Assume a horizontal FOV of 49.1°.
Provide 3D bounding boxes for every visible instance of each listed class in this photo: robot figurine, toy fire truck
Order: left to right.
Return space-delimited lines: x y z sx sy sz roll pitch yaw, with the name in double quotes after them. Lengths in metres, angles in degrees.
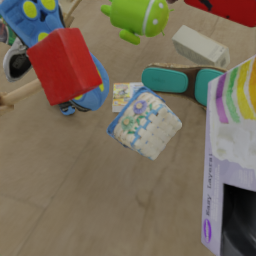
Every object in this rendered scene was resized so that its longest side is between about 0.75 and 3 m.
-1.935 -0.177 3.348 2.871 0.700 2.025 -17 11 39 "toy fire truck"
0.243 -3.102 7.497 1.852 1.625 1.071 21 11 8 "robot figurine"

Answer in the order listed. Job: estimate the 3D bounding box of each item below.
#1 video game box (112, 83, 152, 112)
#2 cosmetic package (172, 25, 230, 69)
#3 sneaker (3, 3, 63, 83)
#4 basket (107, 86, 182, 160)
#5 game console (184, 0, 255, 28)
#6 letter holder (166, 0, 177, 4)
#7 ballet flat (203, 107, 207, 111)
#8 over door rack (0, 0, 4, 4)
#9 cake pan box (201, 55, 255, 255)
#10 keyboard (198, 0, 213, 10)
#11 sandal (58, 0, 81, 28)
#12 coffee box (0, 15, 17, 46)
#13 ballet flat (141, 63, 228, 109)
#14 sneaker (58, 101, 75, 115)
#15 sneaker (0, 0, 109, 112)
0.175 -0.990 8.963 1.310 0.307 1.193 0 42 -1 "video game box"
2.011 -2.148 7.774 0.554 0.785 1.517 -49 61 1 "cosmetic package"
-2.259 -2.009 6.740 0.860 2.302 0.944 22 30 -32 "sneaker"
0.253 -0.160 5.495 1.274 1.005 1.445 -54 31 0 "basket"
2.804 -3.996 7.170 2.166 1.286 1.867 21 81 2 "game console"
1.339 -4.675 8.427 1.026 1.444 0.726 -32 9 1 "letter holder"
2.649 -0.645 8.419 0.600 0.556 1.702 -15 46 -10 "ballet flat"
-2.358 -1.495 4.123 0.579 1.738 1.284 32 52 -26 "over door rack"
1.735 0.529 3.433 0.746 2.628 2.853 4 87 -5 "cake pan box"
0.948 -2.281 4.412 1.099 0.113 0.699 38 29 -17 "keyboard"
-1.558 -3.592 6.991 0.925 2.524 0.830 41 20 31 "sandal"
-2.872 -3.414 7.441 1.521 2.473 0.544 28 24 29 "coffee box"
1.685 -1.073 6.687 2.870 1.012 0.937 23 28 30 "ballet flat"
-2.129 -1.012 8.751 0.529 0.619 1.493 -26 50 -26 "sneaker"
-1.433 -1.498 5.091 1.052 1.230 2.968 -32 84 -21 "sneaker"
